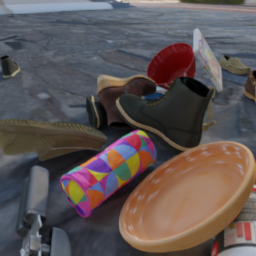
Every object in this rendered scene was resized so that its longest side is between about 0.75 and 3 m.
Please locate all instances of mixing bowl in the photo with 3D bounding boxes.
[{"bbox_3d":[1.787,-2.128,10.649,1.949,1.056,1.949,-22,48,26],"label":"mixing bowl"}]

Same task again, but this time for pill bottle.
[{"bbox_3d":[1.729,1.776,3.935,1.088,1.088,1.878,8,30,15],"label":"pill bottle"}]

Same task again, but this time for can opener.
[{"bbox_3d":[-1.487,1.643,4.904,0.812,0.647,2.427,25,19,-25],"label":"can opener"}]

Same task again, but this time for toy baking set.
[{"bbox_3d":[1.665,-0.382,7.236,1.533,1.177,0.178,-25,9,33],"label":"toy baking set"}]

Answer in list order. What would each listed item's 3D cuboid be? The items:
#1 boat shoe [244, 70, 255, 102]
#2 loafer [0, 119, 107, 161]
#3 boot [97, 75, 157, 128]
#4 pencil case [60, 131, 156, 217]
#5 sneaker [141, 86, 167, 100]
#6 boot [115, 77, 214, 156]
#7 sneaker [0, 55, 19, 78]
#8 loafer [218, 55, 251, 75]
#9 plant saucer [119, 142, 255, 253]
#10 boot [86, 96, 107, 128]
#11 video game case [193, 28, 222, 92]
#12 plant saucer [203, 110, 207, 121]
[{"bbox_3d":[4.794,-1.176,9.466,0.936,0.935,2.659,-3,30,-13],"label":"boat shoe"},{"bbox_3d":[-1.824,0.320,6.799,2.608,0.879,0.992,7,11,-14],"label":"loafer"},{"bbox_3d":[0.148,-0.760,8.766,2.263,0.819,1.882,0,55,-30],"label":"boot"},{"bbox_3d":[-0.321,0.870,5.812,0.987,0.987,2.233,22,34,34],"label":"pencil case"},{"bbox_3d":[0.810,-1.335,10.258,1.469,0.551,0.637,17,26,13],"label":"sneaker"},{"bbox_3d":[0.838,-0.695,6.896,2.657,1.838,1.029,33,44,29],"label":"boot"},{"bbox_3d":[-5.337,-2.920,12.651,0.616,0.875,1.647,-6,29,-10],"label":"sneaker"},{"bbox_3d":[4.880,-2.916,12.925,0.679,0.602,1.785,-17,33,-28],"label":"loafer"},{"bbox_3d":[0.972,1.126,4.690,2.467,0.462,2.467,-33,12,8],"label":"plant saucer"},{"bbox_3d":[-0.643,-0.565,8.717,1.194,0.669,1.726,0,32,-15],"label":"boot"},{"bbox_3d":[3.046,-2.573,10.661,0.187,2.077,1.487,-20,40,33],"label":"video game case"},{"bbox_3d":[1.897,-0.809,8.404,0.263,1.367,1.367,-21,32,-5],"label":"plant saucer"}]
